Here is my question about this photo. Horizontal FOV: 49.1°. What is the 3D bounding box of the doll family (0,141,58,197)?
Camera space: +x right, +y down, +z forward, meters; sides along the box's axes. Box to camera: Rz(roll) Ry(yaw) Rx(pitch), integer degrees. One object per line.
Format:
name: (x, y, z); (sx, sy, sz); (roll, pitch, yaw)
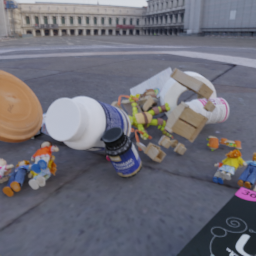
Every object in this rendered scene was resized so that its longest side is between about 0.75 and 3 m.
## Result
doll family: (-2.786, 1.202, 7.680); (2.231, 1.006, 1.385); (-20, 24, 4)

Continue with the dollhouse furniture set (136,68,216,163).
dollhouse furniture set: (1.541, -0.274, 9.147); (1.424, 2.747, 1.216); (22, 14, -46)

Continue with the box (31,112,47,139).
box: (-3.559, -0.191, 11.708); (1.200, 0.379, 2.181); (12, 24, 28)

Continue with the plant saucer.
plant saucer: (-4.292, -0.878, 9.888); (0.477, 2.957, 2.957); (-34, 4, 30)

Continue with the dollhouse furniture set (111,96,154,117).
dollhouse furniture set: (0.149, -0.578, 11.538); (1.990, 1.031, 0.881); (-7, 36, 40)

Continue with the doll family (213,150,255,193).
doll family: (3.130, 1.092, 7.530); (1.668, 0.752, 1.035); (19, 50, 35)

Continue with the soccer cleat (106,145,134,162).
soccer cleat: (-0.225, 0.787, 8.892); (1.000, 0.349, 0.432); (-19, 34, 24)

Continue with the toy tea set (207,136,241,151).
toy tea set: (3.304, 0.616, 9.712); (1.195, 0.442, 0.710); (10, 8, 19)

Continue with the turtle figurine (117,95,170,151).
turtle figurine: (0.699, -0.234, 10.579); (2.016, 0.805, 2.500); (-8, 56, -18)

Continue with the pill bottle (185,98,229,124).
pill bottle: (2.897, -0.615, 10.792); (1.745, 0.989, 0.989); (-7, 22, -24)

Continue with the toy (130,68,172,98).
toy: (1.304, -1.871, 14.033); (2.357, 0.556, 1.357); (-25, 55, 17)

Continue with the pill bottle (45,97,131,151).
pill bottle: (-1.120, -0.093, 8.362); (1.519, 1.519, 2.734); (10, -1, 25)

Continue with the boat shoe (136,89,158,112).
boat shoe: (0.790, -1.184, 12.671); (0.798, 0.756, 2.106); (2, -13, -19)

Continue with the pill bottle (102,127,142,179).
pill bottle: (-0.180, 0.672, 7.684); (0.773, 1.382, 0.773); (-16, 36, 12)

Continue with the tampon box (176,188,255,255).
tampon box: (1.912, 2.250, 3.969); (1.799, 1.516, 2.401); (18, 28, 38)

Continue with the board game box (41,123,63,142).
board game box: (-2.431, 0.047, 10.273); (1.292, 0.399, 1.293); (18, 23, -6)

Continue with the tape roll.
tape roll: (2.472, -1.182, 11.694); (2.231, 2.231, 0.780); (-2, 24, -5)

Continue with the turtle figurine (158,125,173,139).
turtle figurine: (1.366, 0.145, 10.687); (0.244, 0.610, 0.757); (-44, 40, 5)
